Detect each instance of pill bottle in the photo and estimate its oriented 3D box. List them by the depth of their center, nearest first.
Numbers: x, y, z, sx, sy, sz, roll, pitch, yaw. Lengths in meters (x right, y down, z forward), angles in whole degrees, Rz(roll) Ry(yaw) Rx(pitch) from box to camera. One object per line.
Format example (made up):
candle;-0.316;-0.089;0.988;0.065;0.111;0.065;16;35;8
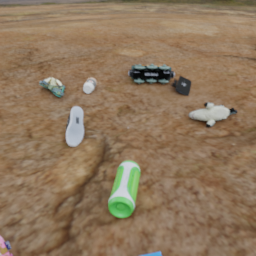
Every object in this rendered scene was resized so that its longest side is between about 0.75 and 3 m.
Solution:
pill bottle;-1.989;-2.175;14.474;0.556;0.556;0.955;4;31;6

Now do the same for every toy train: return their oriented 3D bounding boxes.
toy train;1.279;-3.065;15.576;2.532;1.079;1.443;1;21;2

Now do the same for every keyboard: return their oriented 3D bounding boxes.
keyboard;2.787;-2.212;14.890;1.030;0.392;1.979;28;33;1

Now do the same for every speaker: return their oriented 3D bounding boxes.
speaker;-0.079;1.665;7.848;0.748;0.748;1.691;4;31;7

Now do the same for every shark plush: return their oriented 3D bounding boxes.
shark plush;3.710;-0.723;11.926;2.197;0.998;0.915;-19;5;-21

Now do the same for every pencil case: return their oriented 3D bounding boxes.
pencil case;-3.300;2.983;5.598;0.827;0.791;1.911;5;27;41

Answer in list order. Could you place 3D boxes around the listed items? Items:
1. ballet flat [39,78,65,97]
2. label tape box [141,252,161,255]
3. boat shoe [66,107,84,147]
ballet flat;-3.817;-2.180;14.263;0.748;0.748;2.015;-27;43;-37
label tape box;0.346;3.139;5.585;1.140;0.526;1.591;-6;33;-9
boat shoe;-2.111;0.021;10.705;0.651;0.617;1.861;16;48;-26
